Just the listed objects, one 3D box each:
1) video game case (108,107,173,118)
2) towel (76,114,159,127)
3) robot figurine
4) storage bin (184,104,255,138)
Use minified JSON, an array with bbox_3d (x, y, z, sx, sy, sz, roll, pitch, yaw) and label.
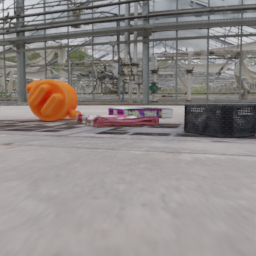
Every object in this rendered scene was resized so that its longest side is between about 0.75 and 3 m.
[{"bbox_3d":[0.449,-0.675,11.924,2.104,0.416,2.322,-2,6,-19],"label":"video game case"},{"bbox_3d":[-0.454,-0.281,8.569,1.834,0.290,2.547,-1,5,-23],"label":"towel"},{"bbox_3d":[-2.701,-1.041,10.275,1.819,1.475,2.530,-1,5,3],"label":"robot figurine"},{"bbox_3d":[1.866,-0.185,5.789,0.890,0.617,1.316,-3,7,-28],"label":"storage bin"}]
